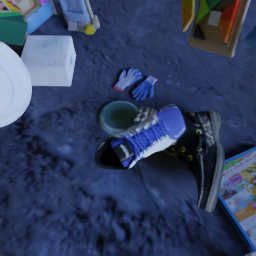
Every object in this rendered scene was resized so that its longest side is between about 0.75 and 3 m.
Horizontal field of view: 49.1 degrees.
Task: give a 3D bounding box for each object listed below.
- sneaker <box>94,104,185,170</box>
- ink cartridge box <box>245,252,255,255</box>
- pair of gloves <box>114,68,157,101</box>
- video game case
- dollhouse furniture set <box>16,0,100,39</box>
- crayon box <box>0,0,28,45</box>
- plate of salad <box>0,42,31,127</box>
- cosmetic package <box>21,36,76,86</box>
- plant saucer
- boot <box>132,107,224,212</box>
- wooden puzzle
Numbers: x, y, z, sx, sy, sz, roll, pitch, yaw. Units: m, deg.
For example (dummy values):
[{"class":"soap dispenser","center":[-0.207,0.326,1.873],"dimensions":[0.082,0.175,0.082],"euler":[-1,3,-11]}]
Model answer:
[{"class":"sneaker","center":[0.163,0.265,4.489],"dimensions":[1.680,0.970,0.679],"euler":[-27,94,5]},{"class":"ink cartridge box","center":[2.555,2.960,5.582],"dimensions":[0.430,1.268,0.730],"euler":[-39,65,-22]},{"class":"pair of gloves","center":[0.280,-1.407,9.007],"dimensions":[1.359,0.155,1.092],"euler":[30,64,19]},{"class":"video game case","center":[3.356,1.858,6.842],"dimensions":[1.960,0.244,2.739],"euler":[-21,59,-12]},{"class":"dollhouse furniture set","center":[-2.588,-4.184,9.345],"dimensions":[2.677,2.527,1.747],"euler":[19,59,25]},{"class":"crayon box","center":[-2.657,-2.143,4.766],"dimensions":[1.398,0.472,1.620],"euler":[-2,48,-41]},{"class":"plate of salad","center":[-2.849,-0.837,5.229],"dimensions":[1.993,1.993,0.479],"euler":[-12,37,-8]},{"class":"cosmetic package","center":[-2.569,-2.175,9.047],"dimensions":[1.463,0.899,1.458],"euler":[0,57,1]},{"class":"plant saucer","center":[-0.246,-0.341,8.320],"dimensions":[1.276,0.175,1.276],"euler":[0,57,1]},{"class":"boot","center":[1.162,0.578,7.049],"dimensions":[2.289,1.094,3.031],"euler":[7,44,10]},{"class":"wooden puzzle","center":[1.377,-1.709,4.433],"dimensions":[0.188,1.082,1.605],"euler":[-12,25,-34]}]
